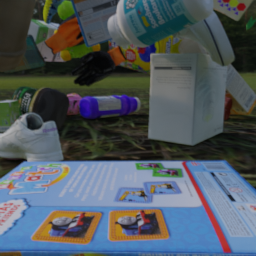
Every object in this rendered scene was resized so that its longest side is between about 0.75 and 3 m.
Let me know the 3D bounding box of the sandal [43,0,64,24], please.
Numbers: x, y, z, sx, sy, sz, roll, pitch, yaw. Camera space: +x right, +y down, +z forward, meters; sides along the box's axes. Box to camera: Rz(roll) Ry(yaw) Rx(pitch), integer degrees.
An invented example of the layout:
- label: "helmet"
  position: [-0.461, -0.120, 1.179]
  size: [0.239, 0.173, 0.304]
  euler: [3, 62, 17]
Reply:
- label: "sandal"
  position: [-2.678, -4.271, 9.992]
  size: [0.588, 0.536, 1.349]
  euler: [2, -34, -30]

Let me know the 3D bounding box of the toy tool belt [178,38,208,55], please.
- label: "toy tool belt"
  position: [2.423, -2.523, 9.658]
  size: [1.021, 1.636, 1.005]
  euler: [-24, 19, 30]

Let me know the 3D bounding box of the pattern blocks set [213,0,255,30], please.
- label: "pattern blocks set"
  position: [2.659, -3.337, 7.375]
  size: [1.834, 1.612, 0.149]
  euler: [45, 2, 14]

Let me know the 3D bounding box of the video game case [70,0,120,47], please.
- label: "video game case"
  position: [-0.598, -3.209, 6.562]
  size: [1.569, 2.193, 0.195]
  euler: [-19, 24, -3]

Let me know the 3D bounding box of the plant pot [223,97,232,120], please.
- label: "plant pot"
  position: [3.327, -0.811, 10.768]
  size: [1.094, 1.125, 1.125]
  euler: [17, 18, 34]

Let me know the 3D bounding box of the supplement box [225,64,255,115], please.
- label: "supplement box"
  position: [3.759, -1.584, 11.138]
  size: [2.435, 0.895, 1.535]
  euler: [41, -13, -21]

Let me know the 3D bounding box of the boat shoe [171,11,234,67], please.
- label: "boat shoe"
  position: [1.260, -2.457, 6.303]
  size: [1.001, 2.868, 1.017]
  euler: [-32, -8, 13]

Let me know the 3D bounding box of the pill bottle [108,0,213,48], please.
- label: "pill bottle"
  position: [0.536, -2.260, 5.432]
  size: [1.958, 1.085, 1.085]
  euler: [-16, -2, 37]

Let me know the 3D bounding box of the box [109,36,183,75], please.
- label: "box"
  position: [0.659, -3.453, 10.030]
  size: [2.408, 2.500, 1.525]
  euler: [23, 41, 30]

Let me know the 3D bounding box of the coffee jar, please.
- label: "coffee jar"
  position: [-2.864, -0.664, 8.934]
  size: [1.027, 1.256, 2.408]
  euler: [20, -6, -42]

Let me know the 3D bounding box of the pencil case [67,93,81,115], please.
- label: "pencil case"
  position: [-2.794, -0.898, 11.323]
  size: [0.993, 0.951, 2.296]
  euler: [9, 12, 26]

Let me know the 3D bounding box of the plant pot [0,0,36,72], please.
- label: "plant pot"
  position: [-2.627, -2.435, 5.257]
  size: [2.086, 1.810, 2.086]
  euler: [34, 26, -19]

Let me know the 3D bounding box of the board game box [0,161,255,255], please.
- label: "board game box"
  position: [-0.101, 0.825, 2.814]
  size: [2.738, 0.501, 2.071]
  euler: [0, 10, 2]

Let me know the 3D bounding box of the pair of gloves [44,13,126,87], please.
- label: "pair of gloves"
  position: [-1.287, -2.403, 8.590]
  size: [1.855, 2.082, 0.257]
  euler: [-32, 18, 10]

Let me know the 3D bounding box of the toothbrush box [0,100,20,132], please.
- label: "toothbrush box"
  position: [-3.574, -0.361, 8.418]
  size: [0.382, 0.887, 0.646]
  euler: [1, 10, 4]

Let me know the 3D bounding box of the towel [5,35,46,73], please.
- label: "towel"
  position: [-3.407, -2.234, 8.652]
  size: [1.435, 1.052, 0.156]
  euler: [-10, 43, 11]

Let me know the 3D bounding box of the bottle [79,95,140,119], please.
- label: "bottle"
  position: [-0.659, -0.892, 11.503]
  size: [2.607, 0.851, 1.089]
  euler: [-8, 12, -37]

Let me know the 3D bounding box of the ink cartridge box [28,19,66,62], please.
- label: "ink cartridge box"
  position: [-3.158, -3.382, 11.047]
  size: [0.792, 1.371, 1.877]
  euler: [34, 26, 21]

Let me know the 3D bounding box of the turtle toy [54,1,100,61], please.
- label: "turtle toy"
  position: [-1.943, -3.469, 10.100]
  size: [1.506, 2.067, 1.045]
  euler: [-20, 43, -12]

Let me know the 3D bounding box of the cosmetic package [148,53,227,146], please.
- label: "cosmetic package"
  position: [1.626, -0.811, 7.383]
  size: [1.305, 2.123, 2.117]
  euler: [10, 14, 35]

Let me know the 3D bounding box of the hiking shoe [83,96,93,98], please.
- label: "hiking shoe"
  position: [-1.855, -1.436, 15.271]
  size: [1.212, 0.610, 0.459]
  euler: [-4, 11, -23]

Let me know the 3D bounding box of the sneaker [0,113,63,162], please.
- label: "sneaker"
  position: [-1.952, 0.161, 5.345]
  size: [1.907, 0.950, 0.714]
  euler: [5, 12, 33]
